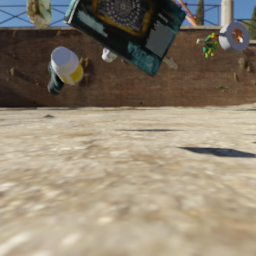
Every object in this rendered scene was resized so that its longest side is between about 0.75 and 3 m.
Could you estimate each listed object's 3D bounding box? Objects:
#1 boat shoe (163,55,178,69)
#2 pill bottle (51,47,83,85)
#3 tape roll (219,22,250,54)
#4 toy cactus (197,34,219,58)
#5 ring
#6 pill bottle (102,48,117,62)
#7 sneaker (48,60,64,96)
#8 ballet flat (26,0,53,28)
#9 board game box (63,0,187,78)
[{"bbox_3d":[1.625,-2.634,10.990,0.832,0.288,0.307,33,35,-1],"label":"boat shoe"},{"bbox_3d":[-1.356,-1.374,6.233,0.572,0.572,1.021,0,-10,1],"label":"pill bottle"},{"bbox_3d":[3.458,-2.920,9.108,0.983,0.983,0.325,-2,-6,-21],"label":"tape roll"},{"bbox_3d":[3.274,-3.458,11.602,0.879,1.065,0.545,18,10,-8],"label":"toy cactus"},{"bbox_3d":[1.801,-4.006,9.240,0.151,1.576,1.576,-41,-6,15],"label":"ring"},{"bbox_3d":[-0.520,-2.572,9.223,0.486,0.486,0.872,-3,-24,-31],"label":"pill bottle"},{"bbox_3d":[-2.599,-2.013,10.501,0.623,1.652,0.655,15,-34,-39],"label":"sneaker"},{"bbox_3d":[-2.297,-3.223,7.372,0.743,0.628,1.965,-36,-14,-20],"label":"ballet flat"},{"bbox_3d":[0.059,-2.759,7.021,2.908,1.967,0.409,24,7,-39],"label":"board game box"}]
